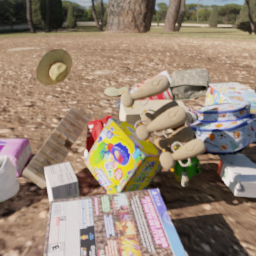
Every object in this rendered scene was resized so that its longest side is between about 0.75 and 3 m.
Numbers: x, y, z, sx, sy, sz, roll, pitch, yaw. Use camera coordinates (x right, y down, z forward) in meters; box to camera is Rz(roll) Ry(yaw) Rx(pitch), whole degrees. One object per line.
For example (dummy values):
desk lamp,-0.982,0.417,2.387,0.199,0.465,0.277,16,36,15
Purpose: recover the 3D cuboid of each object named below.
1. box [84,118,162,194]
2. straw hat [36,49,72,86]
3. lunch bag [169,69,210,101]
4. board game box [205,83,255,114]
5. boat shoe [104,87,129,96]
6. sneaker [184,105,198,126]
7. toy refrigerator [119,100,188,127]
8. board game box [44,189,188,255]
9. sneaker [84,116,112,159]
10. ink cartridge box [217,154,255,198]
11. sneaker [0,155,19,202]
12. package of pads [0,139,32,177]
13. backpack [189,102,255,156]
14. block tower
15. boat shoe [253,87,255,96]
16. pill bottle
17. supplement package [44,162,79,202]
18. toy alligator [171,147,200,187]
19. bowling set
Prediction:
box,-0.115,0.837,7.264,0.943,1.489,1.546,11,27,-48
straw hat,-2.153,-1.737,8.685,1.291,1.291,0.546,-20,47,-36
lunch bag,1.864,-1.294,8.330,1.117,0.657,0.916,-5,38,21
board game box,4.492,-0.750,11.729,1.522,1.495,2.903,-3,25,-6
boat shoe,-0.629,-2.020,15.766,1.379,0.504,0.432,-3,-5,11
sneaker,2.658,-0.590,12.546,0.814,0.757,1.886,3,30,-24
toy refrigerator,0.812,-0.400,9.150,2.073,0.725,0.787,-4,38,-13
board game box,-0.324,2.345,5.490,2.396,1.160,1.910,-4,25,-9
sneaker,-0.577,0.620,8.593,1.122,1.654,2.864,-21,31,-35
ink cartridge box,3.259,1.312,8.182,1.071,0.495,1.966,6,18,-7
sneaker,-4.211,1.588,6.972,1.098,1.291,2.918,18,30,32
package of pads,-4.330,0.939,8.921,2.155,0.815,1.298,0,25,0
backpack,2.808,0.052,8.296,1.923,1.556,2.019,-28,14,-40
block tower,-2.106,0.518,8.456,0.757,0.810,2.802,36,45,-10
boat shoe,4.494,-1.182,8.845,0.936,0.425,0.331,8,56,19
pill bottle,0.688,-1.030,9.945,2.089,1.173,1.173,-28,23,10
supplement package,-1.641,1.626,7.014,0.649,1.170,0.912,-10,28,-22
toy alligator,1.716,1.097,7.971,0.764,0.835,2.815,-5,7,3
bowling set,0.924,0.049,7.339,1.317,1.708,2.454,-26,68,5
